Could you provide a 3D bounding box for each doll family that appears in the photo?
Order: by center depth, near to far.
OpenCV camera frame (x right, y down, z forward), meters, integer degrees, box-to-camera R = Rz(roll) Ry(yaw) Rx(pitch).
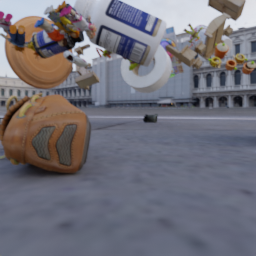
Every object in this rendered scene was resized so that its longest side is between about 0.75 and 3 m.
[{"bbox_3d":[-1.314,-2.478,6.614,1.668,0.752,1.035,3,-21,41],"label":"doll family"},{"bbox_3d":[-3.414,-2.933,9.395,2.231,1.006,1.385,11,-9,-14],"label":"doll family"}]

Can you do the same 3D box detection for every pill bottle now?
[{"bbox_3d":[-2.041,-2.610,8.269,1.382,0.773,0.773,-15,0,12],"label":"pill bottle"},{"bbox_3d":[-0.322,-3.116,8.735,2.734,1.519,1.519,23,1,-5],"label":"pill bottle"},{"bbox_3d":[3.518,-3.692,11.969,0.989,0.989,1.745,-2,34,-31],"label":"pill bottle"}]

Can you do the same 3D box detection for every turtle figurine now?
[{"bbox_3d":[1.993,-2.893,8.682,0.610,0.757,0.244,39,31,-7],"label":"turtle figurine"},{"bbox_3d":[-0.384,-3.114,10.558,0.805,2.016,2.500,-35,-15,-27],"label":"turtle figurine"}]

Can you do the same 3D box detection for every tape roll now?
[{"bbox_3d":[0.801,-2.729,12.633,2.231,2.231,0.780,1,-11,26],"label":"tape roll"}]

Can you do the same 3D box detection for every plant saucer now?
[{"bbox_3d":[-3.515,-3.102,11.529,2.957,2.957,0.477,-3,1,-43],"label":"plant saucer"}]

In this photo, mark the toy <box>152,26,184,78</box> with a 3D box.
[{"bbox_3d":[1.785,-3.448,13.372,1.357,2.357,0.556,-13,35,14],"label":"toy"}]

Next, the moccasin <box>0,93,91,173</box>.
[{"bbox_3d":[-1.025,0.013,2.997,0.821,0.777,2.126,8,9,-21],"label":"moccasin"}]

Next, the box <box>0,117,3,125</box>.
[{"bbox_3d":[-4.600,-0.224,10.257,1.200,0.379,2.181,0,3,9],"label":"box"}]

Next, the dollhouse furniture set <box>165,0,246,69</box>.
[{"bbox_3d":[2.533,-3.254,9.626,1.216,2.747,1.424,40,-7,19],"label":"dollhouse furniture set"}]

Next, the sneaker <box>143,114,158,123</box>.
[{"bbox_3d":[1.252,-0.545,15.467,0.736,0.491,1.286,7,10,14],"label":"sneaker"}]

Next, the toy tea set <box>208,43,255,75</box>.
[{"bbox_3d":[2.737,-1.832,7.302,1.195,0.710,0.442,16,-32,9],"label":"toy tea set"}]

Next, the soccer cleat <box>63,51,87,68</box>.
[{"bbox_3d":[-1.900,-2.410,10.139,1.000,0.349,0.432,23,28,-36],"label":"soccer cleat"}]

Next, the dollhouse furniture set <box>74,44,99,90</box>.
[{"bbox_3d":[-1.786,-2.678,12.483,0.881,1.990,1.031,-17,-31,13],"label":"dollhouse furniture set"}]

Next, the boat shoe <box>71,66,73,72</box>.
[{"bbox_3d":[-3.106,-3.523,12.873,0.798,2.106,0.756,-8,32,38],"label":"boat shoe"}]
